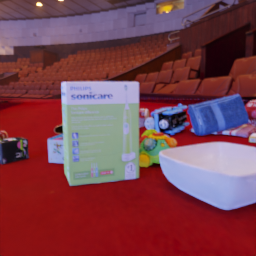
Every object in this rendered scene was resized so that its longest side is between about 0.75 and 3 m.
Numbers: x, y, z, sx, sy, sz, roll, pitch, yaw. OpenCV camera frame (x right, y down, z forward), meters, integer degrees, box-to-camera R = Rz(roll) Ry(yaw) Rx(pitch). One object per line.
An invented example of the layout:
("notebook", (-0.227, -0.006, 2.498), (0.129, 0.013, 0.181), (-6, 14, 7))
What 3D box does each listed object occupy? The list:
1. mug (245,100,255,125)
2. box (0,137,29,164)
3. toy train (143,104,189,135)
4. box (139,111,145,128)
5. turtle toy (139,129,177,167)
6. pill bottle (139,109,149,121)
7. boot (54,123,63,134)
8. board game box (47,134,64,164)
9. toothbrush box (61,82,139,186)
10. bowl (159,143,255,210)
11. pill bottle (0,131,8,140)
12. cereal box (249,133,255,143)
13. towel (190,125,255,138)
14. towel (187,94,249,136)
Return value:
("mug", (7.103, -0.859, 14.310), (2.468, 1.855, 2.781), (29, -1, -11))
("box", (-3.615, 0.686, 8.637), (0.550, 0.658, 0.885), (7, 11, 39))
("toy train", (1.937, -0.389, 14.018), (1.707, 1.295, 2.988), (-4, 9, 30))
("box", (0.007, -0.415, 15.025), (0.878, 0.917, 1.839), (8, 12, 41))
("turtle toy", (0.832, 0.569, 8.518), (1.323, 0.918, 1.816), (-2, 9, -11))
("pill bottle", (0.321, -0.655, 16.519), (1.715, 0.962, 0.962), (2, 9, 15))
("boot", (-2.089, -0.018, 13.051), (2.354, 0.828, 1.685), (-5, 9, 11))
("board game box", (-1.052, 0.604, 8.882), (2.374, 0.763, 1.752), (1, 9, 13))
("toothbrush box", (-0.693, 0.066, 6.938), (1.738, 2.387, 1.028), (-4, 10, -19))
("bowl", (2.055, 0.973, 6.074), (2.315, 0.865, 2.319), (-5, 11, -31))
("pill bottle", (-5.201, 0.410, 11.116), (0.471, 0.471, 0.834), (1, 10, 6))
("cereal box", (5.599, 0.435, 11.628), (0.925, 0.254, 1.286), (5, 10, 30))
("towel", (4.720, 0.095, 13.809), (2.751, 0.313, 1.981), (5, 12, 38))
("towel", (4.199, -0.593, 12.997), (2.698, 1.507, 0.655), (-13, -16, -12))
